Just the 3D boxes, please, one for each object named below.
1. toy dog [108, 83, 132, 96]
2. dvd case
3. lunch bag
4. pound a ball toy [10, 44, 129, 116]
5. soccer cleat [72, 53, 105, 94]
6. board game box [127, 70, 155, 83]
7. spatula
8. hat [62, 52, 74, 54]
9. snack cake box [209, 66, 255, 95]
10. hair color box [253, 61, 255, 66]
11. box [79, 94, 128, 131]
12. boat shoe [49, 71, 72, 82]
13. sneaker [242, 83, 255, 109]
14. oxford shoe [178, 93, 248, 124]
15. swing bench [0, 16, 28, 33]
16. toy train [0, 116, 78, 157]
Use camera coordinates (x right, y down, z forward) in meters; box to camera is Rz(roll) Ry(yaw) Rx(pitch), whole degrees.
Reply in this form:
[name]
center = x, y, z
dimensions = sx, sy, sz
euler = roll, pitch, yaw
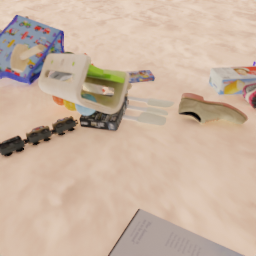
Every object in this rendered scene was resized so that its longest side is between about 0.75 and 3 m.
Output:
[toy dog]
center = -0.355, -1.225, 8.076
dimensions = 0.476, 0.652, 0.989
euler = -17, 32, -38
[dvd case]
center = 0.689, 2.038, 3.945
dimensions = 1.954, 0.171, 1.394
euler = 18, 39, 24
[lunch bag]
center = -3.594, -2.510, 9.491
dimensions = 1.880, 1.175, 2.497
euler = 21, 52, 8
[pound a ball toy]
center = -1.648, -1.156, 6.866
dimensions = 1.925, 1.254, 2.952
euler = 15, 3, -38
[soccer cleat]
center = -1.301, -1.526, 8.622
dimensions = 0.772, 0.690, 1.990
euler = -32, 52, 7
[board game box]
center = 0.368, -1.714, 9.310
dimensions = 0.895, 0.154, 0.606
euler = -7, 36, -9
[spatula]
center = 0.130, -0.567, 7.679
dimensions = 2.043, 0.164, 1.421
euler = 11, 38, 16
[hat]
center = -2.173, -2.260, 10.118
dimensions = 0.760, 0.808, 0.918
euler = -31, 88, -18
[snack cake box]
center = 3.426, -1.489, 8.665
dimensions = 1.568, 0.527, 0.902
euler = -4, 33, -6
[hair color box]
center = 4.976, -1.873, 9.272
dimensions = 1.460, 0.473, 0.798
euler = 0, 34, 3
[box]
center = -0.602, -0.447, 7.303
dimensions = 0.959, 0.261, 1.197
euler = 6, 40, 12
[boat shoe]
center = -2.206, -1.631, 8.960
dimensions = 0.458, 0.394, 1.271
euler = 43, 32, -3
[sneaker]
center = 4.267, -1.090, 7.845
dimensions = 2.064, 0.832, 0.771
euler = -5, 33, -7
[oxford shoe]
center = 2.118, -0.334, 7.152
dimensions = 1.722, 0.609, 0.635
euler = 18, 73, 15
[swing bench]
center = -4.634, -3.912, 11.773
dimensions = 1.541, 1.000, 1.533
euler = -23, 41, -22
[toy train]
center = -2.052, 0.155, 6.535
dimensions = 1.902, 0.324, 0.436
euler = -24, 30, -29
